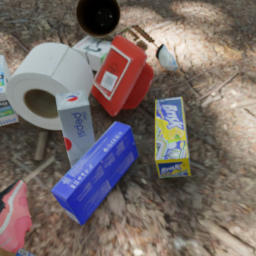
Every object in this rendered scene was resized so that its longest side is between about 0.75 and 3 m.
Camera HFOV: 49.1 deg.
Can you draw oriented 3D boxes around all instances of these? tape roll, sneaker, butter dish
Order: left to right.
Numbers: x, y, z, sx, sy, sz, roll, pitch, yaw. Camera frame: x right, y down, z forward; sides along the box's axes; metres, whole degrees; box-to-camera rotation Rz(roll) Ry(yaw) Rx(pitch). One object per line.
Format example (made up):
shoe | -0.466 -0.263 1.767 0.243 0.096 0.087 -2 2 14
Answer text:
sneaker | -3.027 2.289 7.323 0.962 1.132 2.611 -37 17 1
tape roll | -2.627 -1.377 9.688 2.537 2.537 1.742 8 48 6
butter dish | 0.042 -1.779 10.481 1.846 2.491 2.497 17 21 -39
sneaker | 1.681 -3.117 12.417 0.673 0.667 1.856 21 37 -30

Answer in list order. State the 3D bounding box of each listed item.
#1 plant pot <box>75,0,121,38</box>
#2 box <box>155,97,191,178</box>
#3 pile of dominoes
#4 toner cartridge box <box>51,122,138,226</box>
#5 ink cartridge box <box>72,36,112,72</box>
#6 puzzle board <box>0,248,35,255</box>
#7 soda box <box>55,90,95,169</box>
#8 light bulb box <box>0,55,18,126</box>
plant pot | -1.183 -5.011 12.541 1.901 1.901 2.034 3 17 3
box | 1.414 0.220 9.193 0.997 0.915 2.846 -6 42 11
pile of dominoes | 0.320 -3.446 10.888 1.013 1.299 0.207 -19 57 37
toner cartridge box | -0.846 1.288 8.371 0.631 1.389 2.923 20 53 32
ink cartridge box | -1.299 -3.173 12.165 1.883 0.791 1.374 21 47 16
puzzle board | -2.905 3.165 6.585 1.971 1.485 0.171 33 89 -10
soda box | -1.502 0.183 8.462 0.881 2.581 0.819 -11 42 -11
light bulb box | -5.441 -1.207 10.223 2.338 1.472 2.359 -16 49 -11
